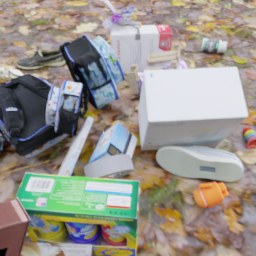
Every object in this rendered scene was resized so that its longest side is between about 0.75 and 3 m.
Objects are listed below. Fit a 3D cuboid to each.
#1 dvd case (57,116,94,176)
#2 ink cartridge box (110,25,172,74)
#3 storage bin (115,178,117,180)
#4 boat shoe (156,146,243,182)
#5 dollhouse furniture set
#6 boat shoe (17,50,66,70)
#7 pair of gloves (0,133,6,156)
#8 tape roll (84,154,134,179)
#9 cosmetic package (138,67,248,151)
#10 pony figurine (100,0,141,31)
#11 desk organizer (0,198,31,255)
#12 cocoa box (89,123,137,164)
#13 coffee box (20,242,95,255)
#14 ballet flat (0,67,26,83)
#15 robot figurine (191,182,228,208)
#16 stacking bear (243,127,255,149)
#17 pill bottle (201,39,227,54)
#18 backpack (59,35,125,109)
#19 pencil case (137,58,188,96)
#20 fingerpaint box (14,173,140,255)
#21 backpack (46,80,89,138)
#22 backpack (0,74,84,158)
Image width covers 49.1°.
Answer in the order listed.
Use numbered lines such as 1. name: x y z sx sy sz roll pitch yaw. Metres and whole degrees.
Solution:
1. dvd case: -1.824 1.066 8.519 0.228 1.851 2.595 27 47 -13
2. ink cartridge box: 0.568 -3.733 13.393 2.781 2.041 1.153 -3 41 -3
3. storage bin: -0.645 1.901 8.047 0.598 1.276 0.863 2 44 4
4. boat shoe: 2.339 1.083 9.313 2.754 0.961 0.981 10 23 13
5. dollhouse furniture set: 1.207 -2.517 12.089 2.082 1.192 2.442 -2 38 18
6. boat shoe: -4.357 -3.517 14.066 2.466 0.810 0.881 -7 44 -7
7. pair of gloves: -5.644 0.680 9.969 2.541 0.314 2.264 -19 47 -11
8. tape roll: -0.484 1.053 7.091 1.223 1.223 0.404 -12 73 -13
9. cosmetic package: 1.842 -0.483 9.160 2.809 2.818 1.732 -3 68 -2
10. pony figurine: -0.452 -4.947 12.562 1.742 1.682 1.451 -1 82 21
11. desk organizer: -2.622 2.389 5.655 0.714 1.855 0.665 -3 33 -45
12. cocoa box: -0.467 0.740 9.164 0.942 0.957 1.435 41 40 -18
13. coffee box: -2.036 3.531 6.582 2.360 0.941 1.350 2 44 2
14. ballet flat: -5.526 -2.453 12.990 2.428 0.765 0.833 14 45 15
15. robot figurine: 2.349 1.940 8.116 1.014 0.729 0.591 -24 57 8
16. stacking bear: 4.510 0.300 10.354 0.523 0.489 0.861 -1 39 -1
17. pill bottle: 4.608 -4.388 15.060 1.241 0.702 0.702 10 45 12
18. backpack: -1.225 -2.145 10.947 1.860 2.531 2.316 -27 41 -9
19. pencil case: 1.469 -2.302 12.517 2.645 1.131 1.110 -22 8 -21
20. fingerpaint box: -1.107 2.251 6.946 2.734 2.281 1.003 4 46 4
21. backpack: -1.875 -0.677 8.593 1.202 1.561 1.486 19 56 -12
22. backpack: -3.436 -0.520 9.911 2.831 2.181 2.697 -31 66 -35
